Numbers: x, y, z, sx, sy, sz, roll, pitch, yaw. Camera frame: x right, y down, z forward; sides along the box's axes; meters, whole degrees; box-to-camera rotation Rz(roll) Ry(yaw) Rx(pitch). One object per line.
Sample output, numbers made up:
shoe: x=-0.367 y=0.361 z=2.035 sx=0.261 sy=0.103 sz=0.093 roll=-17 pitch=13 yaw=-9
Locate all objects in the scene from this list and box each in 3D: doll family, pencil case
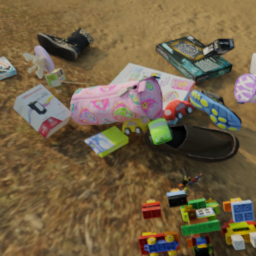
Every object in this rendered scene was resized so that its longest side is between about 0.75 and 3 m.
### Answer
doll family: x=1.354 y=1.405 z=6.621 sx=0.384 sy=0.565 sz=0.977 roll=36 pitch=92 yaw=25
pencil case: x=4.530 y=-1.220 z=9.025 sx=2.260 sy=0.948 sz=0.966 roll=-1 pitch=7 yaw=-23
pencil case: x=-0.386 y=-0.733 z=7.960 sx=2.830 sy=1.237 sz=1.237 roll=-3 pitch=37 yaw=39

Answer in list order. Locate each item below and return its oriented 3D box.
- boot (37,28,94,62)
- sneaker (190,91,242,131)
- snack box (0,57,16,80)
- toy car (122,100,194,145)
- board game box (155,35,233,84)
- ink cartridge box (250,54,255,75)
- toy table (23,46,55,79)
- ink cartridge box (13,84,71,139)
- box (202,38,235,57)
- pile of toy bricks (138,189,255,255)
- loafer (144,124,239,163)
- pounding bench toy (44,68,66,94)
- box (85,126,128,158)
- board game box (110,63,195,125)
boot: x=-2.660 y=-3.731 z=12.015 sx=2.100 sy=0.769 sz=1.582 roll=27 pitch=52 yaw=19
sneaker: x=2.746 y=-0.639 z=8.560 sx=0.819 sy=0.700 sz=1.976 roll=-16 pitch=41 yaw=-22
snack box: x=-4.974 y=-2.359 z=11.040 sx=0.690 sy=0.220 sz=1.189 roll=-29 pitch=52 yaw=-26
toy car: x=0.810 y=-0.167 z=7.625 sx=2.233 sy=0.498 sz=2.102 roll=-19 pitch=18 yaw=7
board game box: x=2.602 y=-2.866 z=11.430 sx=1.852 sy=0.386 sz=2.738 roll=-20 pitch=49 yaw=-19
ink cartridge box: x=5.787 y=-2.177 z=10.234 sx=2.088 sy=0.797 sz=1.424 roll=-3 pitch=32 yaw=2
toy table: x=-3.391 y=-2.467 z=10.626 sx=1.159 sy=1.066 sz=0.679 roll=49 pitch=54 yaw=5
ink cartridge box: x=-2.573 y=-0.514 z=8.457 sx=1.380 sy=0.571 sz=1.006 roll=43 pitch=46 yaw=2
box: x=3.321 y=-2.937 z=10.327 sx=0.726 sy=0.887 sz=0.382 roll=-8 pitch=85 yaw=-25
pile of toy bricks: x=1.483 y=1.946 z=6.238 sx=2.575 sy=1.429 sz=1.271 roll=-9 pitch=6 yaw=5
loafer: x=1.683 y=0.395 z=7.622 sx=2.606 sy=0.930 sz=0.951 roll=3 pitch=76 yaw=12
pounding bench toy: x=-2.478 y=-1.639 z=9.855 sx=0.471 sy=0.758 sz=0.592 roll=-10 pitch=25 yaw=18
box: x=-0.629 y=0.409 z=8.174 sx=1.131 sy=0.270 sz=0.690 roll=-27 pitch=51 yaw=-33
board game box: x=0.749 y=-1.244 z=9.697 sx=2.595 sy=0.523 sz=1.986 roll=20 pitch=49 yaw=19
